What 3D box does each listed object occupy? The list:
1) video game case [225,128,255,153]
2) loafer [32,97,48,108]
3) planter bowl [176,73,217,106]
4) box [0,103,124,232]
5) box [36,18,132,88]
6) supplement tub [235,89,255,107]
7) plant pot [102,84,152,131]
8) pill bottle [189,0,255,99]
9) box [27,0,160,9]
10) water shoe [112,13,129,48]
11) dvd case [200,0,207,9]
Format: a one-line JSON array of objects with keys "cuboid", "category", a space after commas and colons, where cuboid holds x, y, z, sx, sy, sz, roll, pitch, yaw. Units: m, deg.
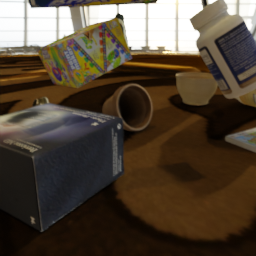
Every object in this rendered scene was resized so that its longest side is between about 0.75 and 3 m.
[{"cuboid": [4.103, 0.424, 8.381, 1.555, 0.188, 1.708, -12, 22, -30], "category": "video game case"}, {"cuboid": [-3.304, -0.588, 10.297, 0.798, 0.862, 2.293, -4, 19, -25], "category": "loafer"}, {"cuboid": [3.213, -1.817, 13.179, 1.970, 1.326, 1.970, -1, 19, 0], "category": "planter bowl"}, {"cuboid": [-1.764, 0.544, 6.014, 2.478, 1.527, 2.458, 12, 23, 31], "category": "box"}, {"cuboid": [-1.844, -3.024, 11.368, 2.649, 1.678, 2.750, -33, 27, -22], "category": "box"}, {"cuboid": [5.858, -1.745, 12.355, 1.716, 1.716, 2.377, -8, 20, -23], "category": "supplement tub"}, {"cuboid": [-0.158, -0.650, 9.864, 1.591, 1.591, 1.388, -15, 6, -37], "category": "plant pot"}, {"cuboid": [2.750, -2.193, 7.756, 1.389, 2.503, 1.389, -32, 7, 5], "category": "pill bottle"}, {"cuboid": [-0.581, -2.839, 5.297, 2.673, 0.859, 0.936, -9, 11, -14], "category": "box"}, {"cuboid": [-0.296, -3.871, 12.151, 0.791, 2.212, 0.873, 8, 58, 6], "category": "water shoe"}, {"cuboid": [2.980, -4.241, 10.608, 0.140, 1.594, 1.137, -16, 34, 16], "category": "dvd case"}]
